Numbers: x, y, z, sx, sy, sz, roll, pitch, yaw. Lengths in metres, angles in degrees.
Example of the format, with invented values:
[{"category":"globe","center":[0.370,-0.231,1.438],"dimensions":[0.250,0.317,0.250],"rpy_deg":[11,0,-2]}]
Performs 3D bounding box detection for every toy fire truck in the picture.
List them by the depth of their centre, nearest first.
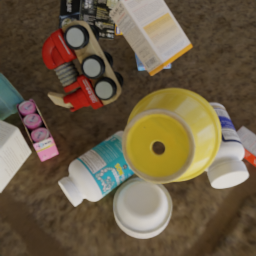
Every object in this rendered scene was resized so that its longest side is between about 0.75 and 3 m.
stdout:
[{"category":"toy fire truck","center":[-1.861,-1.652,8.926],"dimensions":[2.849,2.507,1.833],"rpy_deg":[-24,15,18]}]

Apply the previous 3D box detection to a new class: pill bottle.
[{"category":"pill bottle","center":[-0.903,1.410,9.452],"dimensions":[2.766,1.532,1.532],"rpy_deg":[-34,62,-21]},{"category":"pill bottle","center":[3.097,0.627,9.924],"dimensions":[1.641,1.641,2.741],"rpy_deg":[-7,55,-5]}]

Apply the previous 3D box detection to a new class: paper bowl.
[{"category":"paper bowl","center":[0.463,2.485,9.042],"dimensions":[1.893,0.984,1.893],"rpy_deg":[0,54,0]}]

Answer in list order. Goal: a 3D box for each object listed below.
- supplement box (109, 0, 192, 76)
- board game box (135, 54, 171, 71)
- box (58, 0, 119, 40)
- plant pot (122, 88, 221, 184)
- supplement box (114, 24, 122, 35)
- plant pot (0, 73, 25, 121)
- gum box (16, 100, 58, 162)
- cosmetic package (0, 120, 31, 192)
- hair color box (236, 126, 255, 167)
[{"category":"supplement box","center":[0.867,-3.631,10.457],"dimensions":[1.756,1.024,2.786],"rpy_deg":[-39,98,-28]},{"category":"board game box","center":[1.171,-3.309,13.506],"dimensions":[1.542,0.282,1.166],"rpy_deg":[-6,55,-4]},{"category":"box","center":[-1.545,-4.742,11.386],"dimensions":[1.058,2.012,2.457],"rpy_deg":[20,23,26]},{"category":"plant pot","center":[1.061,0.296,7.576],"dimensions":[2.734,2.734,2.573],"rpy_deg":[23,14,15]},{"category":"supplement box","center":[0.120,-5.722,14.750],"dimensions":[1.840,1.001,1.008],"rpy_deg":[-12,56,-8]},{"category":"plant pot","center":[-5.676,-0.988,10.759],"dimensions":[2.461,2.461,2.410],"rpy_deg":[39,71,24]},{"category":"gum box","center":[-3.458,0.038,10.599],"dimensions":[0.704,1.208,2.128],"rpy_deg":[-25,59,-17]},{"category":"cosmetic package","center":[-4.825,0.923,9.691],"dimensions":[1.678,1.677,2.034],"rpy_deg":[21,57,14]},{"category":"hair color box","center":[4.708,0.804,10.482],"dimensions":[0.876,0.529,1.726],"rpy_deg":[-36,62,-23]}]
